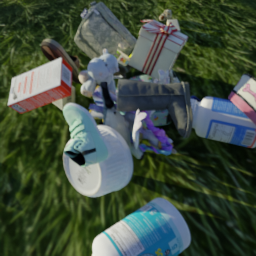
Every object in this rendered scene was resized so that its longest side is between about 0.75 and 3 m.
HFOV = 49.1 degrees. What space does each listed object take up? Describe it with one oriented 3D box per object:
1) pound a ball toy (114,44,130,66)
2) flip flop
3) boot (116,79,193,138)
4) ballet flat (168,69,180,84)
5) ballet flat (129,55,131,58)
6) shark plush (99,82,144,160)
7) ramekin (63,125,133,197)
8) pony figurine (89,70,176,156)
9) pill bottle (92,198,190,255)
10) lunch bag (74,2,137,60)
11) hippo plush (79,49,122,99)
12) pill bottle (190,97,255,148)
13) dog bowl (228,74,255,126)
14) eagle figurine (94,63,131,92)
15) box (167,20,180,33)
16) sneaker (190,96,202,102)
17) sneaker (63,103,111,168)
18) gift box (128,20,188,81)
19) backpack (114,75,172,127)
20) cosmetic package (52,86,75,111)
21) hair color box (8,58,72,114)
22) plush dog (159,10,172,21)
[{"bbox_3d":[-0.184,-2.603,10.119,0.389,0.915,0.596,46,104,16],"label":"pound a ball toy"},{"bbox_3d":[-2.200,-2.376,10.044,1.170,2.884,0.830,20,76,14],"label":"flip flop"},{"bbox_3d":[0.679,-0.560,7.637,1.989,0.722,1.809,1,62,-6],"label":"boot"},{"bbox_3d":[1.790,-1.992,11.348,0.484,0.484,1.303,-19,63,-17],"label":"ballet flat"},{"bbox_3d":[0.103,-3.197,13.160,0.279,0.278,0.831,2,41,51],"label":"ballet flat"},{"bbox_3d":[-0.631,0.097,8.370,1.273,2.803,1.167,-29,21,-27],"label":"shark plush"},{"bbox_3d":[-0.905,0.957,7.642,1.918,1.918,1.007,35,33,28],"label":"ramekin"},{"bbox_3d":[0.189,-0.306,8.802,2.915,2.814,2.428,21,59,21],"label":"pony figurine"},{"bbox_3d":[0.139,2.937,6.819,2.578,1.428,1.428,-27,53,-22],"label":"pill bottle"},{"bbox_3d":[-0.897,-3.831,11.806,2.465,2.067,1.717,45,65,-10],"label":"lunch bag"},{"bbox_3d":[-0.733,-1.732,9.440,1.759,1.414,1.401,-28,84,-24],"label":"hippo plush"},{"bbox_3d":[3.190,-0.278,9.732,2.605,1.462,1.462,14,49,12],"label":"pill bottle"},{"bbox_3d":[4.485,-0.539,9.410,0.987,2.677,2.677,-44,50,16],"label":"dog bowl"},{"bbox_3d":[-0.843,-2.013,11.373,1.391,1.384,1.834,30,76,36],"label":"eagle figurine"},{"bbox_3d":[2.404,-5.297,14.976,0.565,0.462,1.189,0,48,0],"label":"box"},{"bbox_3d":[2.312,-0.994,10.873,1.673,0.737,0.630,12,50,12],"label":"sneaker"},{"bbox_3d":[-1.161,0.141,6.330,1.637,0.602,0.965,51,36,12],"label":"sneaker"},{"bbox_3d":[0.971,-2.865,9.871,1.802,1.683,1.663,26,33,0],"label":"gift box"},{"bbox_3d":[0.475,-0.925,10.278,2.073,1.589,1.822,-15,53,-2],"label":"backpack"},{"bbox_3d":[-2.914,-1.527,11.204,1.746,0.918,0.621,36,46,27],"label":"cosmetic package"},{"bbox_3d":[-2.658,-1.252,8.512,1.927,0.616,1.068,-16,59,18],"label":"hair color box"},{"bbox_3d":[2.100,-6.305,15.924,0.711,0.664,0.827,-19,20,1],"label":"plush dog"}]
